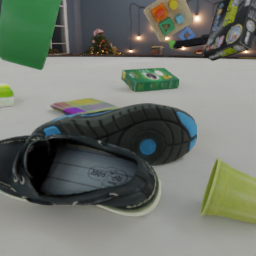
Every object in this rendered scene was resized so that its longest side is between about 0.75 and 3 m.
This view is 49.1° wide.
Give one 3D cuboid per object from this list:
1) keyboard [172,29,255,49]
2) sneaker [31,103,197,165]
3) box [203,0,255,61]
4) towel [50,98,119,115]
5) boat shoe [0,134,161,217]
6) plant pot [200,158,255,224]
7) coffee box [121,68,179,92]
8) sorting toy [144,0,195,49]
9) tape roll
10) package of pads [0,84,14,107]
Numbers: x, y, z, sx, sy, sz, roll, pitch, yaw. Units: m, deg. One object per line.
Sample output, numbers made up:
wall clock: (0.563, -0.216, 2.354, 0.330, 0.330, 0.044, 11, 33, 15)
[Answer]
keyboard: (2.170, -2.195, 6.947, 2.032, 0.209, 1.291, -8, 9, 5)
sneaker: (-0.219, 0.042, 5.189, 2.994, 1.096, 1.226, -1, 13, -11)
box: (1.416, -1.400, 3.790, 0.191, 0.862, 0.690, 21, -8, -23)
towel: (-1.236, -0.566, 8.543, 1.580, 0.250, 2.200, -13, 22, -37)
boat shoe: (-0.950, 0.491, 3.594, 2.701, 0.896, 1.010, 13, 65, 18)
plant pot: (1.343, 0.827, 3.453, 0.694, 0.755, 0.755, 17, 21, 14)
coffee box: (1.002, -2.228, 12.802, 2.312, 0.508, 1.422, -9, 38, -27)
sorting toy: (1.467, -3.966, 9.888, 1.440, 2.558, 0.348, -31, 30, 11)
tape roll: (-1.329, -2.278, 4.259, 0.651, 2.708, 2.708, 13, 12, -21)
package of pads: (-4.933, -1.080, 9.535, 1.840, 0.628, 1.422, -7, 20, -25)
